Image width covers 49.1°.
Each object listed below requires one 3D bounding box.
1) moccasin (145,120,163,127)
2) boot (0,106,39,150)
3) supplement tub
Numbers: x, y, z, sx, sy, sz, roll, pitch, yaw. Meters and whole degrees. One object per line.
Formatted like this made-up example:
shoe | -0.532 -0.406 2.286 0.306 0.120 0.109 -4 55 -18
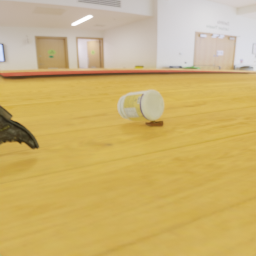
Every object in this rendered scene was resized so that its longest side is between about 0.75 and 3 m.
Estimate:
moccasin | 1.120 -0.218 11.986 0.777 0.300 0.284 1 16 4
boot | -3.781 0.433 8.014 1.748 2.007 0.695 -49 29 -15
supplement tub | 0.504 -0.921 11.879 1.262 1.262 1.735 -14 10 -41
